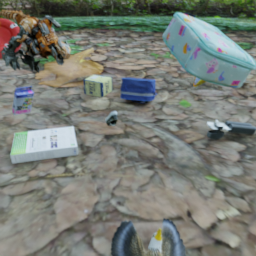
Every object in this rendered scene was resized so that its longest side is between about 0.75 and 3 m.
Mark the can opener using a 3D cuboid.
[{"bbox_3d":[3.698,0.060,10.194,1.967,0.654,0.518,0,29,-18],"label":"can opener"}]

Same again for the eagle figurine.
[{"bbox_3d":[0.425,2.458,5.209,1.400,1.393,1.845,45,-1,0],"label":"eagle figurine"}]

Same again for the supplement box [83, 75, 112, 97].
[{"bbox_3d":[-1.509,-2.140,14.139,1.090,0.732,1.089,12,30,22],"label":"supplement box"}]

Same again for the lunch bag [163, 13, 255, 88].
[{"bbox_3d":[1.871,-1.855,6.566,1.702,0.818,2.123,7,41,-26],"label":"lunch bag"}]

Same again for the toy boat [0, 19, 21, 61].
[{"bbox_3d":[-3.852,-2.635,7.883,1.226,1.228,1.879,46,44,0],"label":"toy boat"}]

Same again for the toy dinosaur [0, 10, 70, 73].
[{"bbox_3d":[-2.332,-2.177,6.895,1.101,1.463,2.155,11,31,-51],"label":"toy dinosaur"}]

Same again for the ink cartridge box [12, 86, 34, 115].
[{"bbox_3d":[-3.156,-0.810,8.423,0.540,0.905,0.190,-17,49,-44],"label":"ink cartridge box"}]

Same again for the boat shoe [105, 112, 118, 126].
[{"bbox_3d":[-0.463,-0.179,7.814,0.281,0.780,0.277,-6,70,-14],"label":"boat shoe"}]

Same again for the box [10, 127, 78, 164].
[{"bbox_3d":[-2.797,0.531,9.451,2.064,0.375,1.490,-6,28,-13],"label":"box"}]

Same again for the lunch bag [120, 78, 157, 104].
[{"bbox_3d":[0.523,-1.705,12.940,1.679,1.111,1.141,9,14,20],"label":"lunch bag"}]

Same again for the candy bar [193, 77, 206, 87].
[{"bbox_3d":[2.950,-1.979,10.760,0.242,0.545,2.185,14,-2,-4],"label":"candy bar"}]
